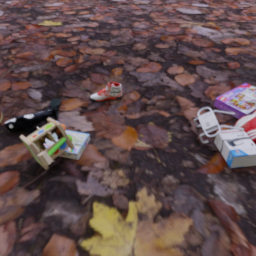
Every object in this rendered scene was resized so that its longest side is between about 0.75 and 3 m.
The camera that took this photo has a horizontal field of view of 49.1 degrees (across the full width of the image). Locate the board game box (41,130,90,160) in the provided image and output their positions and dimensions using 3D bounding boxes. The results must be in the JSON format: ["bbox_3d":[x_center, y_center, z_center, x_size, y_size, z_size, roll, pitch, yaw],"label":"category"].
[{"bbox_3d":[-2.061,0.460,8.758,1.463,0.250,0.984,10,38,12],"label":"board game box"}]

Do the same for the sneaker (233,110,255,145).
[{"bbox_3d":[4.529,-0.048,9.173,2.033,0.797,1.174,-30,53,-16],"label":"sneaker"}]

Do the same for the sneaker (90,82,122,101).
[{"bbox_3d":[-0.868,-1.436,10.897,1.273,0.682,0.425,-4,37,-5],"label":"sneaker"}]

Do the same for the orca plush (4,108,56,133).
[{"bbox_3d":[-3.233,-0.121,9.467,1.687,0.600,0.888,-16,-4,-25],"label":"orca plush"}]

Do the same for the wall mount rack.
[{"bbox_3d":[2.855,-0.134,8.995,1.314,0.564,1.512,-24,34,16],"label":"wall mount rack"}]

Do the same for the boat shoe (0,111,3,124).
[{"bbox_3d":[-4.846,-0.119,9.152,0.736,0.690,2.044,8,38,11],"label":"boat shoe"}]

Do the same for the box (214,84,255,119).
[{"bbox_3d":[4.415,-1.001,10.567,1.962,0.384,1.342,-25,44,-29],"label":"box"}]

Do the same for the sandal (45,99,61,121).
[{"bbox_3d":[-2.781,-0.726,10.247,0.510,0.325,1.356,-2,39,-3],"label":"sandal"}]

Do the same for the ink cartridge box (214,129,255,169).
[{"bbox_3d":[3.242,0.588,8.379,0.861,0.502,1.191,-6,38,-8],"label":"ink cartridge box"}]

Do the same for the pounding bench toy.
[{"bbox_3d":[-2.045,0.431,7.590,1.110,0.884,1.423,-37,30,-22],"label":"pounding bench toy"}]
